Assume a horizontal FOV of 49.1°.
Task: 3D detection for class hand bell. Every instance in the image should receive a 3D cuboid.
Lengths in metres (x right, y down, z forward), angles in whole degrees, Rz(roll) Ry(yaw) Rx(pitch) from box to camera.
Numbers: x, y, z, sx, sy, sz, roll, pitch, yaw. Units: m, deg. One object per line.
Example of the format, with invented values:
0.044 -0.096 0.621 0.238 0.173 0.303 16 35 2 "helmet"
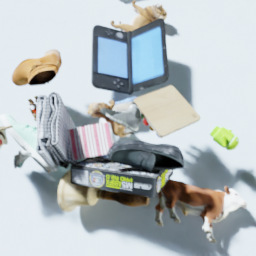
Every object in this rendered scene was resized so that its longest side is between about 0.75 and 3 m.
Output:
-0.640 2.012 8.300 2.576 1.341 1.341 2 62 23 "hand bell"

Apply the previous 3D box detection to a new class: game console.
0.002 -2.888 10.651 2.488 1.647 2.829 7 68 -23 "game console"

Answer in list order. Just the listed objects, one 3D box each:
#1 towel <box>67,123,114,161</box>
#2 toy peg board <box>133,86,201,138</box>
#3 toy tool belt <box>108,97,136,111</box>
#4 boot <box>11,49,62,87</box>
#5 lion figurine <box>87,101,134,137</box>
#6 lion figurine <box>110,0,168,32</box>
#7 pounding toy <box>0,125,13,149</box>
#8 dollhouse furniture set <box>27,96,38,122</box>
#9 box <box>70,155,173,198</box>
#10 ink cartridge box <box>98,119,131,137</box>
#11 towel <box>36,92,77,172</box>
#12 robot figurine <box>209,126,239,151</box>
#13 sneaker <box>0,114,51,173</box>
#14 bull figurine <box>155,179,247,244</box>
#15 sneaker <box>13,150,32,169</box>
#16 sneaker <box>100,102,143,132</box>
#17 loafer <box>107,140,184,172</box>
-1.071 0.393 8.123 1.281 0.192 0.937 -10 82 1 "towel"
1.129 -0.368 8.738 1.528 0.747 1.522 -23 61 -24 "toy peg board"
0.033 -0.835 10.424 1.443 0.901 0.887 -15 73 -8 "toy tool belt"
-3.219 -1.793 9.495 2.165 0.798 1.675 -31 36 14 "boot"
-0.489 -0.213 8.569 1.629 0.590 0.998 45 29 -5 "lion figurine"
0.433 -4.629 12.384 1.570 0.929 2.564 43 86 8 "lion figurine"
-3.881 0.427 8.355 0.974 1.698 0.971 -4 92 -6 "pounding toy"
-3.269 -0.756 10.691 0.937 0.488 0.947 -26 66 0 "dollhouse furniture set"
-0.107 1.280 8.363 2.541 2.036 0.563 5 99 21 "box"
-0.431 -0.073 9.774 0.712 0.987 0.413 31 99 53 "ink cartridge box"
-2.095 0.144 8.294 0.826 1.599 1.931 -9 59 0 "towel"
3.064 0.338 8.839 0.939 0.543 0.824 39 30 18 "robot figurine"
-3.122 0.140 9.879 2.735 1.007 1.613 40 70 13 "sneaker"
2.174 2.438 8.700 2.812 0.916 1.707 13 47 11 "bull figurine"
-3.429 1.051 9.008 0.418 1.111 0.492 21 61 -28 "sneaker"
-0.129 -0.473 8.081 1.326 0.497 0.766 27 94 -31 "sneaker"
0.504 0.776 7.405 2.086 0.708 0.732 4 33 -15 "loafer"
